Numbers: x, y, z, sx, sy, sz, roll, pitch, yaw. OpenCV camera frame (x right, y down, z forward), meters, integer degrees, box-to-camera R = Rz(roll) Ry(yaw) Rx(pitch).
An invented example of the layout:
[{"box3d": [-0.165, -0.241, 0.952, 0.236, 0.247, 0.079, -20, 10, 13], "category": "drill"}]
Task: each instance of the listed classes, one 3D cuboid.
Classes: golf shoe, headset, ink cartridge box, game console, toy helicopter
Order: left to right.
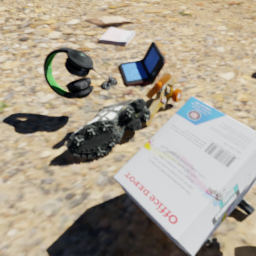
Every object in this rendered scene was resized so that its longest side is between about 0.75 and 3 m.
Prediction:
[{"box3d": [-1.539, -1.527, 8.468, 2.519, 1.556, 1.184, 12, 29, 17], "category": "headset"}, {"box3d": [-0.677, -0.018, 8.544, 2.811, 1.093, 1.328, -28, 24, -23], "category": "golf shoe"}, {"box3d": [0.527, -2.638, 11.357, 1.064, 1.545, 1.793, 14, 36, -25], "category": "game console"}, {"box3d": [1.014, -0.941, 9.284, 0.789, 1.323, 2.001, 22, 65, 25], "category": "toy helicopter"}, {"box3d": [1.290, 0.992, 5.707, 2.351, 1.717, 1.725, -45, 52, -9], "category": "ink cartridge box"}]

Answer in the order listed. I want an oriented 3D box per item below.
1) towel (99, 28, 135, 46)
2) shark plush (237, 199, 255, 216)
[{"box3d": [-0.537, -4.652, 14.210, 1.475, 0.249, 1.545, 12, 42, 13], "category": "towel"}, {"box3d": [1.990, 0.991, 7.286, 2.978, 1.353, 1.240, 27, 16, 35], "category": "shark plush"}]
